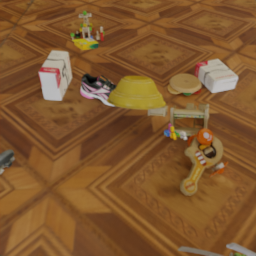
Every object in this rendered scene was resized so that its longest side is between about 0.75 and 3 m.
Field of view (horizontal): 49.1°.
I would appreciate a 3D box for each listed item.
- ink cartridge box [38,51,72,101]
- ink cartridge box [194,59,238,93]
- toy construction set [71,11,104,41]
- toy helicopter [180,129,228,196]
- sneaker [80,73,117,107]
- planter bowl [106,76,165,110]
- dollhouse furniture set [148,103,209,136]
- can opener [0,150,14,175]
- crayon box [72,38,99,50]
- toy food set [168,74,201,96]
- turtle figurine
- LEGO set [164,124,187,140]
[{"bbox_3d":[-3.028,-2.239,11.860,0.767,1.336,1.840,4,43,5],"label":"ink cartridge box"},{"bbox_3d":[3.871,-2.313,12.437,1.172,0.673,1.613,-12,44,-13],"label":"ink cartridge box"},{"bbox_3d":[-2.153,-5.674,15.608,1.742,1.339,1.453,17,45,16],"label":"toy construction set"},{"bbox_3d":[2.290,1.178,8.600,1.422,0.848,2.150,35,66,-1],"label":"toy helicopter"},{"bbox_3d":[-0.959,-1.612,11.444,2.315,1.000,0.930,12,45,12],"label":"sneaker"},{"bbox_3d":[0.296,-1.310,9.686,2.068,0.861,2.068,3,18,-1],"label":"planter bowl"},{"bbox_3d":[1.898,-0.286,10.318,2.007,1.116,1.775,4,12,17],"label":"dollhouse furniture set"},{"bbox_3d":[-4.221,1.383,8.539,0.482,0.609,1.831,19,50,17],"label":"can opener"},{"bbox_3d":[-1.524,-2.959,9.891,0.817,0.207,0.519,-19,46,-37],"label":"crayon box"},{"bbox_3d":[2.507,-1.890,12.225,1.415,0.348,1.429,13,44,13],"label":"toy food set"},{"bbox_3d":[3.074,2.885,5.823,2.757,2.046,2.843,-16,48,-22],"label":"turtle figurine"},{"bbox_3d":[1.447,0.096,9.025,0.370,0.398,0.969,-16,22,-23],"label":"LEGO set"}]
